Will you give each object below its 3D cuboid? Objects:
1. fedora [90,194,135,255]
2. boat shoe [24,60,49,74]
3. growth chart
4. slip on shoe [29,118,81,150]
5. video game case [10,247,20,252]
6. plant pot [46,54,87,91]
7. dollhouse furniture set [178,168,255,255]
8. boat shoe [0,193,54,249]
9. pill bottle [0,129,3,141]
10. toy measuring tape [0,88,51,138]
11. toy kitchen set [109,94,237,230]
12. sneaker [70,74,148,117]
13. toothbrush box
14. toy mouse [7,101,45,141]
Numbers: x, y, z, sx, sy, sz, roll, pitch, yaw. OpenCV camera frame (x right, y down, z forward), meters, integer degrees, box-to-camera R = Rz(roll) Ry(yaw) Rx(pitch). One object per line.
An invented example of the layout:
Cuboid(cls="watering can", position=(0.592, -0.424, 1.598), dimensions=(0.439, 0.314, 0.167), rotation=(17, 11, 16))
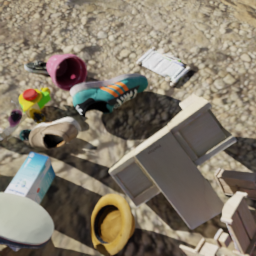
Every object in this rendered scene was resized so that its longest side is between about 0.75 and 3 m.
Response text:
Cuboid(cls="fedora", position=(-0.289, 2.235, 6.480), dimensions=(0.584, 1.433, 1.433), rotation=(22, 37, -39))
Cuboid(cls="boat shoe", position=(-3.331, -2.358, 10.635), dimensions=(1.306, 0.416, 0.462), rotation=(9, 51, 7))
Cuboid(cls="growth chart", position=(1.377, -2.467, 10.883), dimensions=(2.045, 0.181, 1.480), rotation=(37, 59, 26))
Cuboid(cls="slip on shoe", position=(-2.151, 0.298, 7.659), dimensions=(2.061, 0.784, 0.624), rotation=(-13, 30, 37))
Cuboid(cls="video game case", position=(-2.754, 2.372, 6.653), dimensions=(1.129, 0.102, 0.808), rotation=(25, 21, 19))
Cuboid(cls="plant pot", position=(-2.285, -2.067, 9.961), dimensions=(1.272, 1.272, 1.139), rotation=(-33, 43, -24))
Cuboid(cls="dollhouse furniture set", position=(2.253, 2.243, 6.545), dimensions=(1.061, 1.242, 2.397), rotation=(-2, 34, 51))
Cuboid(cls="boat shoe", position=(-3.003, 1.990, 6.042), dimensions=(2.984, 0.933, 1.062), rotation=(15, 27, 7))
Cuboid(cls="pill bottle", position=(-4.224, 0.081, 8.571), dimensions=(0.838, 0.485, 0.485), rotation=(24, 54, 19))
Cuboid(cls="toy measuring tape", position=(-3.396, -0.610, 8.990), dimensions=(0.827, 0.827, 2.248), rotation=(28, 58, 21))
Cuboid(cls="toy kitchen set", position=(1.463, 0.925, 7.706), dimensions=(2.860, 2.580, 2.333), rotation=(-36, 96, 11))
Cuboid(cls="sneaker", position=(-0.479, -1.011, 9.288), dimensions=(2.703, 0.965, 1.080), rotation=(-15, 70, -17))
Cuboid(cls="toothbrush box", position=(-2.460, 1.426, 7.165), dimensions=(0.545, 0.936, 1.278), rotation=(15, 51, 12))
Cuboid(cls="toy mouse", position=(-3.162, -0.091, 8.477), dimensions=(1.291, 1.452, 0.281), rotation=(-46, 17, -3))
